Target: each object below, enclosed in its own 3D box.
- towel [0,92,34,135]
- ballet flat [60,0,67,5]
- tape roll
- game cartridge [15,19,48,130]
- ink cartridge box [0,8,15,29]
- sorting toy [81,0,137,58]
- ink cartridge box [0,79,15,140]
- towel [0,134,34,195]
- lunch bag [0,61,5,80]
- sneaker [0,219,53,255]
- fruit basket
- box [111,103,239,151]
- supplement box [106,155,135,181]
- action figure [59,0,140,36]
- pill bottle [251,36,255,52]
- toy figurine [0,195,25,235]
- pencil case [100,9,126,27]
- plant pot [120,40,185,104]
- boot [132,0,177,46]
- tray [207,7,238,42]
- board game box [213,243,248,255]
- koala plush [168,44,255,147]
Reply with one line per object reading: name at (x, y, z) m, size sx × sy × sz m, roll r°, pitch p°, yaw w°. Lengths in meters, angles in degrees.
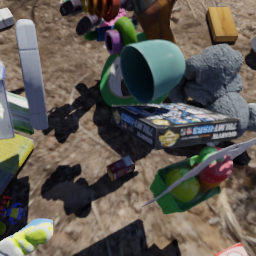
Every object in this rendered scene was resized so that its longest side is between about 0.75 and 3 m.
towel at (-2.760, -0.442, 6.549) m, size 1.075 × 0.221 × 1.441 m, roll 19°, pitch 24°, yaw -36°
ballet flat at (-2.704, -5.291, 11.772) m, size 0.294 × 0.276 × 0.813 m, roll -14°, pitch 57°, yaw 15°
tape roll at (0.267, -1.653, 8.515) m, size 2.510 × 0.603 × 2.510 m, roll -16°, pitch 63°, yaw 34°
game cartridge at (-2.095, -1.143, 6.088) m, size 0.450 × 2.200 × 1.464 m, roll -11°, pitch 27°, yaw -21°
ink cartridge box at (-5.042, -4.297, 11.071) m, size 0.884 × 0.370 × 0.641 m, roll -27°, pitch 62°, yaw -16°
sorting toy at (-0.531, -2.263, 6.168) m, size 0.782 × 1.145 × 1.906 m, roll -18°, pitch 84°, yaw -21°
ink cartridge box at (-2.494, -0.263, 4.589) m, size 1.072 × 1.069 × 0.218 m, roll -7°, pitch 20°, yaw -14°
towel at (-3.989, 1.100, 7.825) m, size 1.858 × 0.295 × 2.587 m, roll 19°, pitch 61°, yaw 11°
lunch bag at (-4.640, -1.764, 9.496) m, size 0.922 × 0.435 × 1.151 m, roll -7°, pitch 58°, yaw -7°
sneaker at (-1.884, 2.054, 5.173) m, size 1.204 × 0.632 × 0.456 m, roll -23°, pitch 96°, yaw 4°
fruit basket at (1.362, 0.766, 5.225) m, size 1.865 × 2.013 × 0.944 m, roll -12°, pitch 57°, yaw -38°
box at (0.784, -0.115, 5.158) m, size 1.693 × 0.424 × 1.706 m, roll -6°, pitch 17°, yaw -26°
supplement box at (-0.199, 1.097, 7.741) m, size 0.752 × 0.415 × 0.322 m, roll -25°, pitch 62°, yaw -15°
action figure at (-0.483, -3.670, 8.270) m, size 2.858 × 0.992 × 1.860 m, roll -34°, pitch 96°, yaw -32°
pill bottle at (5.341, -3.369, 10.153) m, size 1.718 × 0.964 × 0.964 m, roll -33°, pitch 64°, yaw -19°
toy figurine at (-2.913, 2.202, 7.039) m, size 0.585 × 0.515 × 0.976 m, roll 6°, pitch 59°, yaw -3°
pencil case at (-0.567, -4.233, 10.954) m, size 0.566 × 0.548 × 1.208 m, roll 12°, pitch 54°, yaw 45°
plant pot at (0.478, -1.035, 4.870) m, size 0.828 × 1.032 × 1.032 m, roll -25°, pitch 61°, yaw -22°
boot at (0.952, -2.355, 6.336) m, size 1.479 × 1.571 × 0.538 m, roll -34°, pitch 30°, yaw -18°
tray at (3.680, -4.100, 10.993) m, size 0.842 × 0.316 × 1.707 m, roll -1°, pitch 59°, yaw 0°
board game box at (2.545, 3.288, 6.512) m, size 0.720 × 0.220 × 0.950 m, roll -20°, pitch 61°, yaw -12°
koala plush at (2.611, -0.783, 8.037) m, size 2.239 × 2.320 × 2.525 m, roll -14°, pitch 71°, yaw -8°
